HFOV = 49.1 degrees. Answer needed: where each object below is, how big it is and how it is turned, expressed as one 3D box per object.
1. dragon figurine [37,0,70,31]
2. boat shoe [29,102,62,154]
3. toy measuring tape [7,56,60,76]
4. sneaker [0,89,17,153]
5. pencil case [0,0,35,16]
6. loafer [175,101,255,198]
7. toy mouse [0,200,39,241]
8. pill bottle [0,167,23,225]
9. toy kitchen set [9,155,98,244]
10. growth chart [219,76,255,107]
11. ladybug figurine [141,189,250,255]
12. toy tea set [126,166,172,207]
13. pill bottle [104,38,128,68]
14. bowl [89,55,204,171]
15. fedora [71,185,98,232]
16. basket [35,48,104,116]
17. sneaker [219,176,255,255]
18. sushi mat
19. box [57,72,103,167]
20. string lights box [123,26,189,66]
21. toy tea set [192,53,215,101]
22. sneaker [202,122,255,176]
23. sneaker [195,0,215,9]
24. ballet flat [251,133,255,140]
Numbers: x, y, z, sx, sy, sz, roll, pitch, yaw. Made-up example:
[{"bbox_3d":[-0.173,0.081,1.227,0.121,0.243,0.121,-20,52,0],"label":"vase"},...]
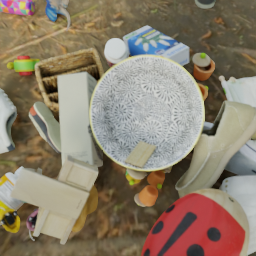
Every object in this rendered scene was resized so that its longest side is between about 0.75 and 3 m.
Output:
[{"bbox_3d":[-2.552,-4.285,9.913,0.702,1.185,2.384,-34,86,-19],"label":"dragon figurine"},{"bbox_3d":[-2.160,0.053,7.579,1.605,0.502,0.571,55,32,10],"label":"boat shoe"},{"bbox_3d":[-2.864,-1.945,8.670,1.781,0.655,0.655,-2,61,-2],"label":"toy measuring tape"},{"bbox_3d":[-3.546,-0.538,7.677,0.922,0.951,2.604,-5,81,-14],"label":"sneaker"},{"bbox_3d":[-4.044,-4.403,10.071,1.328,0.587,0.587,6,62,4],"label":"pencil case"},{"bbox_3d":[1.892,0.494,6.535,0.932,1.033,2.730,35,104,3],"label":"loafer"},{"bbox_3d":[-2.259,1.827,6.409,0.285,1.471,1.307,5,35,45],"label":"toy mouse"},{"bbox_3d":[-2.891,1.625,6.630,0.800,0.800,1.465,38,69,19],"label":"pill bottle"},{"bbox_3d":[-1.566,1.137,5.705,1.288,1.424,1.579,24,96,-15],"label":"toy kitchen set"},{"bbox_3d":[4.055,-0.925,8.366,2.361,0.209,1.708,-2,62,-1],"label":"growth chart"},{"bbox_3d":[1.137,2.089,5.147,1.744,0.924,2.569,15,53,47],"label":"ladybug figurine"},{"bbox_3d":[0.385,1.199,6.755,1.040,0.647,1.750,29,32,4],"label":"toy tea set"},{"bbox_3d":[-0.323,-2.078,7.925,0.650,1.138,0.650,0,89,1],"label":"pill bottle"},{"bbox_3d":[0.466,-0.332,6.670,2.539,1.192,2.539,0,92,10],"label":"bowl"},{"bbox_3d":[-1.108,1.628,6.433,0.601,1.473,1.473,-5,57,-34],"label":"fedora"},{"bbox_3d":[-1.523,-1.181,7.839,1.786,1.330,1.274,-16,61,-10],"label":"basket"},{"bbox_3d":[2.165,2.036,6.342,2.724,1.004,1.574,-23,24,9],"label":"sneaker"},{"bbox_3d":[0.298,0.602,6.521,0.450,0.057,0.941,15,34,20],"label":"sushi mat"},{"bbox_3d":[-1.182,-0.140,6.999,0.782,0.939,2.286,-5,84,10],"label":"box"},{"bbox_3d":[0.796,-2.318,8.311,0.974,0.559,1.896,-32,49,-17],"label":"string lights box"},{"bbox_3d":[1.609,-1.224,8.051,1.660,1.033,2.792,18,63,10],"label":"toy tea set"},{"bbox_3d":[2.950,0.666,7.220,2.663,0.972,0.943,36,41,20],"label":"sneaker"},{"bbox_3d":[2.884,-5.824,10.382,0.956,1.358,2.557,-5,61,-3],"label":"sneaker"},{"bbox_3d":[3.592,0.166,7.444,0.969,0.343,0.343,7,55,-37],"label":"ballet flat"}]
